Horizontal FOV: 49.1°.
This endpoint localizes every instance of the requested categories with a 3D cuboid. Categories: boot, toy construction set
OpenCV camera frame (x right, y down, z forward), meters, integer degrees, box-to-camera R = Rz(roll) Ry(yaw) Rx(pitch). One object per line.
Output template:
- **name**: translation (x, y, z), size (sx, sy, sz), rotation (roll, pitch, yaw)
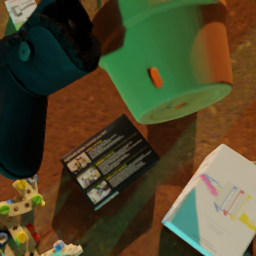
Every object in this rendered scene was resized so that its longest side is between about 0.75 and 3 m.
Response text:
- **boot**: translation (-1.504, -0.641, 4.766), size (2.387, 1.085, 2.841), rotation (-17, 78, 38)
- **toy construction set**: translation (-2.308, 2.460, 6.727), size (1.635, 1.149, 2.494), rotation (-34, 82, -35)

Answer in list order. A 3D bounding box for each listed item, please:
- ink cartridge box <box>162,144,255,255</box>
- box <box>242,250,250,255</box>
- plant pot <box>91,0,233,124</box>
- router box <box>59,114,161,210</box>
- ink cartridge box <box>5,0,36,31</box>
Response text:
- **ink cartridge box**: translation (2.191, 1.692, 6.634), size (1.551, 1.592, 2.477), rotation (35, 75, 10)
- **box**: translation (2.577, 4.060, 6.530), size (1.663, 0.409, 1.722), rotation (-30, 76, -6)
- **plant pot**: translation (0.769, -1.244, 5.358), size (2.664, 2.664, 1.865), rotation (-16, 79, -5)
- **router box**: translation (-0.460, 0.865, 7.424), size (2.142, 0.547, 1.597), rotation (-36, 76, -10)
- **ink cartridge box**: translation (-3.198, -3.522, 8.788), size (0.868, 0.501, 1.193), rotation (-26, 75, -7)
